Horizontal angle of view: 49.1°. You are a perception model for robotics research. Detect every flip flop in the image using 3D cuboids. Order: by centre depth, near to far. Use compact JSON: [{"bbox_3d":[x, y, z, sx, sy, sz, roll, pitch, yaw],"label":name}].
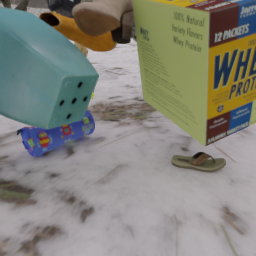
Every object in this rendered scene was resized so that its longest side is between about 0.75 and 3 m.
[{"bbox_3d":[1.589,0.713,6.345,1.207,0.348,0.490,6,22,15],"label":"flip flop"}]

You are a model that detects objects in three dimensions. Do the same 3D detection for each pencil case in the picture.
[{"bbox_3d":[-1.823,0.103,7.327,1.978,0.772,0.859,-23,4,-44],"label":"pencil case"}]

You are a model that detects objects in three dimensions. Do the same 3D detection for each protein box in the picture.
[{"bbox_3d":[1.407,-1.388,5.498,1.583,2.346,2.329,-22,36,-18],"label":"protein box"}]

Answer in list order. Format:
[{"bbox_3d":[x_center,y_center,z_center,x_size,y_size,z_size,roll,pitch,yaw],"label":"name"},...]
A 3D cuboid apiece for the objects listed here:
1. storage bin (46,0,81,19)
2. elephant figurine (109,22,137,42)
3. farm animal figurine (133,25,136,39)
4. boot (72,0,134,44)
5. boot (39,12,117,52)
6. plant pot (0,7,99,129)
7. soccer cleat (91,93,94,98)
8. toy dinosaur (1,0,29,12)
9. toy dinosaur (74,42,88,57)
[{"bbox_3d":[-2.004,-3.972,8.766,0.514,0.741,1.096,-19,-4,30],"label":"storage bin"},{"bbox_3d":[0.402,-3.506,9.619,2.155,1.672,1.525,-3,48,-39],"label":"elephant figurine"},{"bbox_3d":[1.326,-2.892,7.471,2.423,1.219,1.957,36,67,4],"label":"farm animal figurine"},{"bbox_3d":[-0.454,-2.535,5.389,0.718,1.495,2.045,-7,-2,23],"label":"boot"},{"bbox_3d":[-1.154,-2.185,6.382,1.594,0.561,1.141,23,12,23],"label":"boot"},{"bbox_3d":[-1.729,-0.996,5.014,2.158,1.525,1.525,33,25,18],"label":"plant pot"},{"bbox_3d":[-1.870,-1.258,11.498,1.031,0.333,0.431,-4,52,-22],"label":"soccer cleat"},{"bbox_3d":[-3.275,-2.480,7.333,1.094,1.454,2.843,2,62,8],"label":"toy dinosaur"},{"bbox_3d":[-1.487,-2.442,8.577,0.619,2.126,1.075,-8,13,-11],"label":"toy dinosaur"}]
